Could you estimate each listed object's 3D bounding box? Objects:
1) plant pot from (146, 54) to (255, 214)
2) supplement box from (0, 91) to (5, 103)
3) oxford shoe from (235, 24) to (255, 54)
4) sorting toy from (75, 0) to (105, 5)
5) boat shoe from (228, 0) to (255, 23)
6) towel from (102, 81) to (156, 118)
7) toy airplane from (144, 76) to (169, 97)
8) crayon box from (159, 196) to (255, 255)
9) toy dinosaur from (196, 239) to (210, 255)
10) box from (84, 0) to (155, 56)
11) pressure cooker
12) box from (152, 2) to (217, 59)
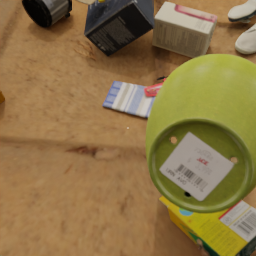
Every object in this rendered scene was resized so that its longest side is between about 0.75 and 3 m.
[{"bbox_3d":[1.158,0.128,4.034,2.238,2.238,2.391,22,22,14],"label":"plant pot"},{"bbox_3d":[-4.941,-1.153,7.670,1.956,1.299,1.930,37,64,22],"label":"supplement box"},{"bbox_3d":[4.474,-3.235,9.465,2.261,0.653,0.850,-35,66,-19],"label":"oxford shoe"},{"bbox_3d":[-1.005,-3.819,8.254,1.010,0.135,0.753,33,66,33],"label":"sorting toy"},{"bbox_3d":[4.214,-4.168,10.141,0.661,0.546,1.764,38,62,25],"label":"boat shoe"},{"bbox_3d":[0.095,-0.846,8.154,1.434,0.171,1.053,15,59,12],"label":"towel"},{"bbox_3d":[1.309,-0.922,8.120,1.612,0.296,1.612,2,56,-3],"label":"toy airplane"},{"bbox_3d":[1.741,1.825,5.869,1.253,0.501,1.973,-31,37,-18],"label":"crayon box"},{"bbox_3d":[1.468,2.854,5.335,1.655,1.121,0.710,24,28,-19],"label":"toy dinosaur"},{"bbox_3d":[-0.271,-3.661,8.915,1.881,1.186,1.914,-24,49,32],"label":"box"},{"bbox_3d":[-2.744,-4.463,9.866,1.361,1.340,1.524,32,65,16],"label":"pressure cooker"},{"bbox_3d":[1.792,-3.136,9.070,1.779,1.137,0.969,23,63,14],"label":"box"}]
